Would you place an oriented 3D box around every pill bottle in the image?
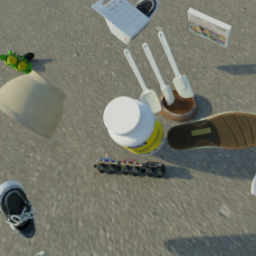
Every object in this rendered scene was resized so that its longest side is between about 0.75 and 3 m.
[{"bbox_3d":[0.163,-0.024,6.741,1.118,2.008,1.118,-5,74,18],"label":"pill bottle"}]

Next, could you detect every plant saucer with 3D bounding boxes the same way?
[{"bbox_3d":[2.116,-1.020,11.867,1.788,0.308,1.788,1,53,-1],"label":"plant saucer"}]

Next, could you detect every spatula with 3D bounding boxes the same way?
[{"bbox_3d":[0.813,-1.473,7.868,1.456,2.095,0.168,-21,28,19],"label":"spatula"}]

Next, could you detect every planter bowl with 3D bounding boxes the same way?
[{"bbox_3d":[-2.881,-0.870,8.808,2.142,2.142,1.442,36,89,24],"label":"planter bowl"}]

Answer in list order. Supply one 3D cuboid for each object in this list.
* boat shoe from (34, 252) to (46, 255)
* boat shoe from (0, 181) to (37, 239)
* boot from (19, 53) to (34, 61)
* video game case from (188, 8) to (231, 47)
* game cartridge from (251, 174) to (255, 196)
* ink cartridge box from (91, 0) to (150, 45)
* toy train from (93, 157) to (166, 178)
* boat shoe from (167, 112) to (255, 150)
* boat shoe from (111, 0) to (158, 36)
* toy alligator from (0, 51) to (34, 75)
[{"bbox_3d":[-1.864,2.677,5.067,0.673,1.871,0.580,-22,74,-7],"label":"boat shoe"},{"bbox_3d":[-2.646,2.070,6.790,0.667,1.954,0.721,32,45,28],"label":"boat shoe"},{"bbox_3d":[-4.933,-3.145,13.368,0.990,0.378,0.832,-16,51,-4],"label":"boot"},{"bbox_3d":[2.304,-2.835,7.991,1.257,1.146,0.144,32,91,16],"label":"video game case"},{"bbox_3d":[4.971,1.871,9.735,1.076,0.331,1.617,32,60,17],"label":"game cartridge"},{"bbox_3d":[-0.273,-3.696,9.385,1.648,0.413,1.337,37,58,2],"label":"ink cartridge box"},{"bbox_3d":[0.062,1.379,10.006,2.577,0.440,0.590,4,50,2],"label":"toy train"},{"bbox_3d":[2.134,0.086,6.595,2.349,0.894,0.842,-3,87,30],"label":"boat shoe"},{"bbox_3d":[0.239,-4.548,11.491,2.281,0.818,0.773,-29,15,19],"label":"boat shoe"},{"bbox_3d":[-3.838,-2.311,10.329,0.580,1.957,0.531,4,69,55],"label":"toy alligator"}]
